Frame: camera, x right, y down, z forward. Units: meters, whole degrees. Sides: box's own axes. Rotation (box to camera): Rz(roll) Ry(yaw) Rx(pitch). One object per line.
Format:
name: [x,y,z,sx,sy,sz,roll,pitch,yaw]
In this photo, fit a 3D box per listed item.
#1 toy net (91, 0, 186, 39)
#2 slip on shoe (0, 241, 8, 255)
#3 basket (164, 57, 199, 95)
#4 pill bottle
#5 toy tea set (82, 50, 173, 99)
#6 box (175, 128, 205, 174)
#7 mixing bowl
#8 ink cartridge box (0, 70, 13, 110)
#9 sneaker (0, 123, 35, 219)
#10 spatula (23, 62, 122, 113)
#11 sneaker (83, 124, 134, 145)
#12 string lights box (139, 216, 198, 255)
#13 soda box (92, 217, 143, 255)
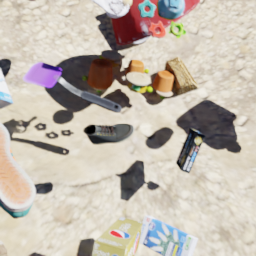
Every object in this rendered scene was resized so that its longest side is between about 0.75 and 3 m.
toy net: [0.211,-2.251,5.417,1.893,0.366,0.993,2,95,-12]
slip on shoe: [-3.636,3.446,6.683,1.615,0.614,0.489,-37,62,-23]
basket: [1.744,-1.733,8.908,0.815,0.781,1.095,-20,68,-8]
pill bottle: [0.071,-3.885,9.731,1.047,1.047,1.810,-25,69,-11]
toy tea set: [0.011,-1.463,8.855,2.807,1.039,1.669,25,39,16]
box: [1.425,0.514,6.499,0.216,0.746,0.939,21,98,-3]
mixing bowl: [0.450,-3.273,7.031,2.388,1.294,2.388,-24,28,13]
ink cartridge box: [-2.827,-0.801,5.442,0.671,0.659,0.911,-23,84,5]
sneaker: [-2.400,0.730,5.086,0.750,0.840,2.102,-19,63,-39]
spatula: [-1.215,-0.883,6.462,2.325,0.239,0.657,25,61,-7]
sneaker: [-0.367,0.081,5.361,0.934,0.496,0.349,-15,65,9]
string lights box: [0.725,2.141,5.351,1.049,0.309,0.539,15,79,33]
soda box: [-0.125,1.698,4.051,0.424,1.324,0.448,10,88,14]
